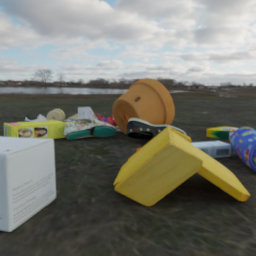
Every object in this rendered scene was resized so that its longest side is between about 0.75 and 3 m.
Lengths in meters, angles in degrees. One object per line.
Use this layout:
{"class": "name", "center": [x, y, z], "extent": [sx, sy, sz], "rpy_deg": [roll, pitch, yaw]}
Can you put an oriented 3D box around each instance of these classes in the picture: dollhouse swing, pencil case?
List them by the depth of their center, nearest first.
{"class": "dollhouse swing", "center": [1.080, 1.115, 6.033], "extent": [1.918, 1.855, 2.110], "rpy_deg": [-41, 3, 10]}
{"class": "pencil case", "center": [3.555, 0.566, 7.778], "extent": [1.011, 0.908, 2.327], "rpy_deg": [-23, 5, 10]}

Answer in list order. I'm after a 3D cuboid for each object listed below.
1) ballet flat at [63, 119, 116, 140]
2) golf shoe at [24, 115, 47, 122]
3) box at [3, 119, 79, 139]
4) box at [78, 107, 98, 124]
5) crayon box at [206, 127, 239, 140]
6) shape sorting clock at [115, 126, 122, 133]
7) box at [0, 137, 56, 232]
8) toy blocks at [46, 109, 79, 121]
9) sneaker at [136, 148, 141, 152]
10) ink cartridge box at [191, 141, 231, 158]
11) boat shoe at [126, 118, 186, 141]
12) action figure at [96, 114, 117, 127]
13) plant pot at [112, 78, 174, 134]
{"class": "ballet flat", "center": [-1.612, -0.015, 11.852], "extent": [2.276, 0.861, 0.727], "rpy_deg": [-4, 54, -26]}
{"class": "golf shoe", "center": [-4.130, -0.236, 13.698], "extent": [1.779, 0.819, 0.646], "rpy_deg": [-2, 5, -22]}
{"class": "box", "center": [-3.549, 0.092, 11.710], "extent": [2.883, 0.722, 1.085], "rpy_deg": [-6, 11, -37]}
{"class": "box", "center": [-1.822, -0.393, 13.055], "extent": [0.517, 0.553, 2.671], "rpy_deg": [-2, -11, 2]}
{"class": "crayon box", "center": [4.245, 0.212, 12.105], "extent": [1.292, 0.377, 1.114], "rpy_deg": [-6, 10, -36]}
{"class": "shape sorting clock", "center": [-0.087, -0.056, 14.022], "extent": [1.821, 0.357, 1.821], "rpy_deg": [0, 8, 0]}
{"class": "box", "center": [-2.230, 0.849, 4.872], "extent": [1.417, 1.220, 1.424], "rpy_deg": [2, 9, 15]}
{"class": "toy blocks", "center": [-3.094, -0.472, 14.458], "extent": [1.730, 0.754, 2.075], "rpy_deg": [18, 8, -2]}
{"class": "sneaker", "center": [0.887, 0.667, 8.683], "extent": [1.288, 0.497, 0.470], "rpy_deg": [0, 10, 12]}
{"class": "ink cartridge box", "center": [2.227, 0.603, 9.283], "extent": [1.469, 0.434, 1.835], "rpy_deg": [-3, 10, -17]}
{"class": "boat shoe", "center": [1.068, 0.259, 10.885], "extent": [2.323, 0.728, 0.850], "rpy_deg": [12, -31, 0]}
{"class": "action figure", "center": [-1.108, -0.363, 14.253], "extent": [0.898, 0.709, 2.745], "rpy_deg": [0, 3, -25]}
{"class": "plant pot", "center": [0.527, -0.738, 12.445], "extent": [1.774, 2.535, 2.535], "rpy_deg": [-30, 25, -37]}
